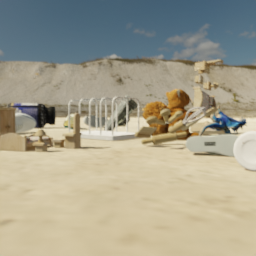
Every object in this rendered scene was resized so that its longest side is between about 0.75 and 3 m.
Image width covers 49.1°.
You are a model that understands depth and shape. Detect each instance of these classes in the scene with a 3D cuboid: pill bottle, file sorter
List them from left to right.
[{"bbox_3d":[-5.265,-0.667,15.354,2.436,1.363,1.363,0,3,-10],"label":"pill bottle"},{"bbox_3d":[-0.828,-0.327,9.442,2.132,1.327,1.479,2,3,38],"label":"file sorter"},{"bbox_3d":[2.106,0.309,4.334,0.583,0.583,1.064,3,4,42],"label":"pill bottle"}]

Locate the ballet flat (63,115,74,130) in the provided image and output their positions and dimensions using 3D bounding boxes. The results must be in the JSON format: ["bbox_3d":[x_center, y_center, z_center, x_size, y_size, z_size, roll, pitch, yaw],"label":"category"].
[{"bbox_3d":[-3.013,-0.346,15.020,0.822,0.822,2.324,-1,3,-20],"label":"ballet flat"}]

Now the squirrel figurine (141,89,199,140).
[{"bbox_3d":[1.332,-0.438,8.849,1.702,1.589,1.205,-1,3,-14],"label":"squirrel figurine"}]

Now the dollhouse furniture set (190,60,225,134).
[{"bbox_3d":[3.277,-1.095,10.739,1.195,2.699,1.399,-2,-11,36],"label":"dollhouse furniture set"}]

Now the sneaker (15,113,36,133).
[{"bbox_3d":[-4.663,-0.074,11.136,0.854,0.881,2.412,37,20,32],"label":"sneaker"}]

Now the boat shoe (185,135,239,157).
[{"bbox_3d":[1.746,0.324,5.524,1.184,0.418,0.377,4,-1,17],"label":"boat shoe"}]

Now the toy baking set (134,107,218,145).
[{"bbox_3d":[1.168,-0.028,6.873,1.983,0.231,1.522,-7,-26,-15],"label":"toy baking set"}]

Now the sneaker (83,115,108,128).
[{"bbox_3d":[-1.972,-0.304,16.118,0.758,0.720,1.884,-8,-9,36],"label":"sneaker"}]

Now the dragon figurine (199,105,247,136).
[{"bbox_3d":[2.848,-0.038,8.243,1.036,0.613,2.083,37,34,17],"label":"dragon figurine"}]

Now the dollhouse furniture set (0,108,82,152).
[{"bbox_3d":[-2.316,0.001,6.606,2.179,0.964,1.129,1,3,17],"label":"dollhouse furniture set"}]

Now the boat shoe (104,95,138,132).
[{"bbox_3d":[-0.301,-0.340,10.759,0.741,0.667,2.096,-53,0,-44],"label":"boat shoe"}]
